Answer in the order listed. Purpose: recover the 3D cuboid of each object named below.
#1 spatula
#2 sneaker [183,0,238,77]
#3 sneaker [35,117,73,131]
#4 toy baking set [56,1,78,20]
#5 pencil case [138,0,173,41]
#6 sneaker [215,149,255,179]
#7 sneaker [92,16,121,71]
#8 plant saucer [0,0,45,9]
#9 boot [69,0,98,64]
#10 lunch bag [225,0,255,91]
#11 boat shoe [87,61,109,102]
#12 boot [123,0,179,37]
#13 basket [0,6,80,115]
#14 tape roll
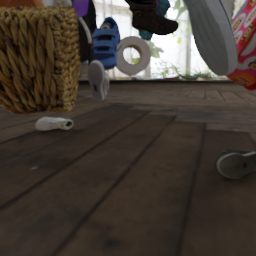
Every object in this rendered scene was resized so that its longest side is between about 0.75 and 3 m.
[{"bbox_3d":[-0.828,-1.832,5.582,0.196,1.903,0.538,7,29,26],"label":"spatula"},{"bbox_3d":[1.438,-1.940,4.578,0.757,2.140,0.781,-23,9,-18],"label":"sneaker"},{"bbox_3d":[-2.160,-0.123,8.383,0.620,0.395,1.073,6,12,38],"label":"sneaker"},{"bbox_3d":[-1.372,-2.782,6.617,0.781,0.599,0.091,7,-35,-22],"label":"toy baking set"},{"bbox_3d":[1.073,-4.466,11.478,0.843,0.776,1.825,-21,-19,-35],"label":"pencil case"},{"bbox_3d":[1.778,0.617,4.996,1.166,0.436,0.619,1,3,-37],"label":"sneaker"},{"bbox_3d":[-0.624,-2.199,7.337,0.768,0.855,2.078,2,42,3],"label":"sneaker"},{"bbox_3d":[-2.300,-1.825,5.990,2.405,2.405,0.450,10,19,39],"label":"plant saucer"},{"bbox_3d":[-2.172,-3.229,9.723,2.500,2.872,0.994,-12,26,23],"label":"boot"},{"bbox_3d":[3.304,-2.596,6.910,1.204,2.940,2.590,27,30,-10],"label":"lunch bag"},{"bbox_3d":[-0.579,-0.996,5.699,0.394,1.071,0.350,30,59,12],"label":"boat shoe"},{"bbox_3d":[0.763,-3.502,8.673,1.758,0.609,1.531,7,-9,4],"label":"boot"},{"bbox_3d":[-1.380,-0.886,3.671,1.348,1.292,1.810,-1,25,-4],"label":"basket"},{"bbox_3d":[0.134,-2.824,11.036,1.497,1.497,0.523,-3,2,-12],"label":"tape roll"}]
